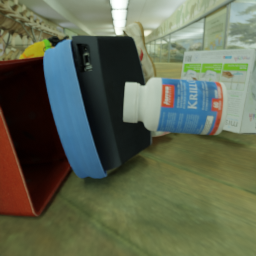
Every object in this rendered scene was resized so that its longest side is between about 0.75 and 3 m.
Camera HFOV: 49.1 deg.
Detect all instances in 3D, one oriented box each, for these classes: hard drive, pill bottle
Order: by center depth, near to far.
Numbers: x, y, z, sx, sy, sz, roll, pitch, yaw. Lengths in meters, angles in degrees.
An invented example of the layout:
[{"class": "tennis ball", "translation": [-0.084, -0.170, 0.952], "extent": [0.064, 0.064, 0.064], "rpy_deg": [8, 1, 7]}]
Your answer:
[{"class": "pill bottle", "translation": [0.809, -0.401, 5.133], "extent": [1.763, 0.989, 0.989], "rpy_deg": [3, 16, 0]}, {"class": "hard drive", "translation": [-0.219, -0.641, 6.248], "extent": [0.602, 2.843, 1.917], "rpy_deg": [-3, 13, 34]}]

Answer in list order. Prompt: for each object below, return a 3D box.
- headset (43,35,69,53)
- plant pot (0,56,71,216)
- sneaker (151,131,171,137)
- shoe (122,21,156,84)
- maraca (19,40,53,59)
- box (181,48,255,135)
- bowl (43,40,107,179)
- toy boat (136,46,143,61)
[{"class": "headset", "translation": [-1.441, -1.355, 8.008], "extent": [1.850, 2.996, 1.407], "rpy_deg": [-35, -9, 27]}, {"class": "plant pot", "translation": [-2.631, 0.109, 5.397], "extent": [2.185, 2.479, 2.477], "rpy_deg": [-9, 15, 7]}, {"class": "sneaker", "translation": [0.266, -0.273, 8.881], "extent": [2.810, 1.058, 1.469], "rpy_deg": [8, 10, 35]}, {"class": "shoe", "translation": [0.426, -2.815, 11.250], "extent": [0.720, 2.698, 0.943], "rpy_deg": [-33, 30, -26]}, {"class": "maraca", "translation": [-3.005, -1.533, 9.496], "extent": [1.543, 2.884, 1.977], "rpy_deg": [7, -3, -27]}, {"class": "box", "translation": [2.718, -1.096, 8.189], "extent": [1.196, 2.184, 2.475], "rpy_deg": [0, 10, -33]}, {"class": "bowl", "translation": [-1.059, -0.320, 5.845], "extent": [0.565, 2.880, 2.880], "rpy_deg": [-15, 18, -3]}, {"class": "toy boat", "translation": [-0.037, -1.953, 9.920], "extent": [1.179, 1.806, 1.181], "rpy_deg": [24, -9, 48]}]
